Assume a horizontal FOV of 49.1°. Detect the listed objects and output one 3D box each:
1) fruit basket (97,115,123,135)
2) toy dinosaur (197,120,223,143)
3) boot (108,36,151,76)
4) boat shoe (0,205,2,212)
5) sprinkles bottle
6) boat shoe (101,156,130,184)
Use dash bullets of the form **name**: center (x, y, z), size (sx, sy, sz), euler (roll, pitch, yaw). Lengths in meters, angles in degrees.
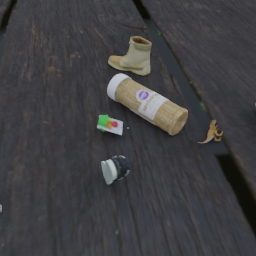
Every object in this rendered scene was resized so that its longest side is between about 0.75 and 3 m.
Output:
- **fruit basket**: center (-0.541, -0.075, 8.428), size (0.758, 0.355, 0.702), euler (21, 33, -14)
- **toy dinosaur**: center (2.474, 0.223, 8.293), size (0.553, 0.314, 1.041), euler (18, 53, 21)
- **boot**: center (0.046, -2.790, 10.488), size (1.739, 1.352, 0.633), euler (21, 50, 19)
- **boat shoe**: center (-3.599, 1.560, 6.792), size (1.358, 0.616, 0.480), euler (29, 53, 25)
- **sprinkles bottle**: center (0.566, -0.786, 8.845), size (2.651, 0.905, 0.905), euler (34, 55, 27)
- **boat shoe**: center (-0.312, 1.010, 6.776), size (0.492, 1.631, 0.617), euler (-16, 87, -15)
